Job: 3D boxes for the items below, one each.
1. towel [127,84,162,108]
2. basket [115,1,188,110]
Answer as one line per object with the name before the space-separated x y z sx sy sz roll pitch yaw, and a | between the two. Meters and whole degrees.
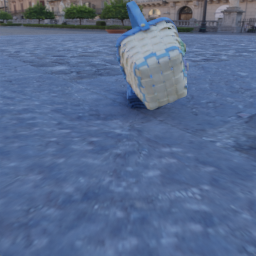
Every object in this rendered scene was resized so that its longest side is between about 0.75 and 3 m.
towel | 0.613 -1.311 10.216 1.307 0.568 2.341 1 22 0
basket | 0.680 -2.141 8.571 1.965 2.491 2.825 -25 52 -1
